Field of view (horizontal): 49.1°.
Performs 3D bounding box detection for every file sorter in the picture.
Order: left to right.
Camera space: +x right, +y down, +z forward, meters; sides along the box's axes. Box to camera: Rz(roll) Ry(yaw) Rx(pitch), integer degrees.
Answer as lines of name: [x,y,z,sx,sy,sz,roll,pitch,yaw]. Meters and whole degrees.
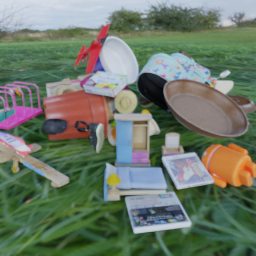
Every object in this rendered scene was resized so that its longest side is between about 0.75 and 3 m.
file sorter: [-5.122,-1.057,12.173,1.563,1.411,2.250,8,24,18]

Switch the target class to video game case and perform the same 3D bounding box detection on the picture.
video game case: [0.649,1.947,6.558,1.283,0.150,1.166,-3,22,-10]
video game case: [1.605,1.145,7.687,1.039,0.131,1.141,-6,38,-14]

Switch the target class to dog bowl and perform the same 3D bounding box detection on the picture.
dog bowl: [-0.501,-2.432,10.661,0.746,1.894,1.894,-22,5,39]

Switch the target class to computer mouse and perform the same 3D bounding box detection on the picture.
computer mouse: [-1.818,0.000,8.557,0.300,0.517,1.764,25,15,37]

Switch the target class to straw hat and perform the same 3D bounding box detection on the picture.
straw hat: [-0.096,-0.845,9.562,0.843,0.843,0.357,2,14,5]

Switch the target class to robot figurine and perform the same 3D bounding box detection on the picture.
robot figurine: [2.714,1.023,7.771,0.927,1.143,1.589,8,11,-43]

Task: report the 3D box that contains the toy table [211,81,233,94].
toy table: [3.112,-1.177,12.033,2.610,1.663,2.839,-4,19,-10]

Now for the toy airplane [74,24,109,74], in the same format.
toy airplane: [-1.331,-2.820,10.068,0.392,2.130,2.130,27,10,-27]

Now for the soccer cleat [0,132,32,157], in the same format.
soccer cleat: [-3.132,0.375,7.656,0.369,1.106,0.423,11,62,49]

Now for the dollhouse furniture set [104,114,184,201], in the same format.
dollhouse furniture set: [0.525,0.716,7.453,2.287,1.581,2.422,0,19,0]

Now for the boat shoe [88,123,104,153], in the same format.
boat shoe: [-1.068,0.303,8.983,0.452,1.363,0.509,20,59,10]

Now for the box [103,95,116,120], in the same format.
box: [-1.144,-1.055,12.043,0.767,1.443,1.099,17,26,40]

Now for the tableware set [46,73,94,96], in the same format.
tableware set: [-1.902,-1.544,12.403,2.926,1.934,0.586,-24,-6,-38]

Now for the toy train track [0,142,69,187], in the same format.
toy train track: [-2.919,1.131,8.233,2.922,0.475,1.676,21,22,29]

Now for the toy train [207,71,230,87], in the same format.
toy train: [4.044,-1.751,13.945,2.703,0.752,2.030,-43,18,-32]

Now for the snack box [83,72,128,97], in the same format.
snack box: [-0.700,-1.388,8.788,1.182,0.313,0.841,13,46,31]

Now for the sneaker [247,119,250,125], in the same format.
sneaker: [4.648,-0.158,11.257,0.656,0.454,1.170,-3,23,-5]

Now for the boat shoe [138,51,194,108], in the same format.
boat shoe: [1.462,-2.182,12.292,1.112,3.007,1.110,38,15,-35]

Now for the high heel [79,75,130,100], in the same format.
high heel: [-0.809,-1.527,10.979,2.225,0.750,1.070,-13,61,-43]

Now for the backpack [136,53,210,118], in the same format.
backpack: [1.654,-1.620,10.613,2.562,2.274,1.929,27,70,5]

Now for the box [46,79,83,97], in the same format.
box: [-2.675,-1.567,13.380,1.123,1.318,2.062,14,23,43]

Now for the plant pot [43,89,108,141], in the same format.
plant pot: [-1.919,-0.436,9.963,1.970,2.025,2.025,-10,24,-16]

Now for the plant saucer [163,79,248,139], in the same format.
plant saucer: [2.150,-0.509,8.064,2.581,0.472,2.581,13,39,-11]

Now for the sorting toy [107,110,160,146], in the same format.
sorting toy: [-0.117,-0.053,10.722,1.920,1.026,1.729,-14,7,-30]

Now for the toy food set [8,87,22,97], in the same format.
toy food set: [-6.397,-2.051,16.046,1.123,0.505,0.536,-3,29,45]

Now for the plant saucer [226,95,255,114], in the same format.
plant saucer: [5.195,-1.254,13.964,2.215,0.355,2.215,-1,24,0]

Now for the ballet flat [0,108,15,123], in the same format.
ballet flat: [-3.222,-0.334,7.164,0.291,0.283,0.819,12,21,4]
